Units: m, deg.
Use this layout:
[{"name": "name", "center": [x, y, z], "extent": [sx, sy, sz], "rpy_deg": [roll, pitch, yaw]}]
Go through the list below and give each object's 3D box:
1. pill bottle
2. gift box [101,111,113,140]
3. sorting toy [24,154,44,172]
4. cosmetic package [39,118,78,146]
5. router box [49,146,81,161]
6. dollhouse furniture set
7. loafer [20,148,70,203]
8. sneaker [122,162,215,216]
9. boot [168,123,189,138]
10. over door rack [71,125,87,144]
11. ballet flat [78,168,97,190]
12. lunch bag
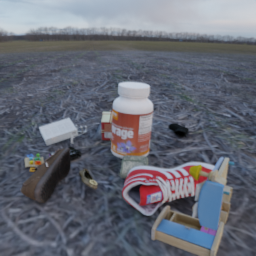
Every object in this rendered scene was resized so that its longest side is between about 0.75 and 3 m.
[{"name": "pill bottle", "center": [0.139, -0.286, 10.587], "extent": [1.514, 2.700, 1.514], "rpy_deg": [3, 19, -1]}, {"name": "gift box", "center": [-0.626, -0.077, 13.032], "extent": [1.228, 1.133, 1.146], "rpy_deg": [5, 30, -3]}, {"name": "sorting toy", "center": [-3.564, 1.269, 10.648], "extent": [0.681, 0.165, 1.210], "rpy_deg": [-2, 26, -23]}, {"name": "cosmetic package", "center": [-3.130, 0.147, 12.574], "extent": [1.442, 0.373, 1.087], "rpy_deg": [-19, 41, -20]}, {"name": "router box", "center": [-2.492, 1.092, 11.115], "extent": [1.017, 0.260, 0.758], "rpy_deg": [-18, 28, -39]}, {"name": "dollhouse furniture set", "center": [1.698, 1.569, 7.023], "extent": [1.549, 2.373, 2.240], "rpy_deg": [12, 24, 26]}, {"name": "loafer", "center": [-2.685, 1.398, 9.347], "extent": [0.939, 0.966, 2.646], "rpy_deg": [5, 22, 10]}, {"name": "sneaker", "center": [1.275, 1.742, 8.128], "extent": [2.978, 1.061, 1.675], "rpy_deg": [-4, 12, 15]}, {"name": "boot", "center": [2.352, 0.128, 13.318], "extent": [1.074, 0.397, 0.880], "rpy_deg": [17, 20, 18]}, {"name": "over door rack", "center": [-2.748, 0.175, 13.127], "extent": [1.135, 0.512, 1.536], "rpy_deg": [6, 23, 17]}, {"name": "ballet flat", "center": [-1.308, 1.649, 9.203], "extent": [0.474, 0.326, 1.408], "rpy_deg": [34, -4, -23]}, {"name": "lunch bag", "center": [0.227, 1.441, 9.717], "extent": [0.990, 0.690, 0.830], "rpy_deg": [4, 32, 7]}]
